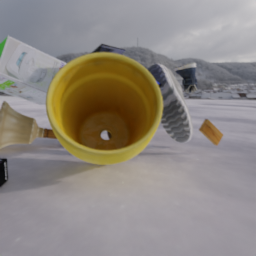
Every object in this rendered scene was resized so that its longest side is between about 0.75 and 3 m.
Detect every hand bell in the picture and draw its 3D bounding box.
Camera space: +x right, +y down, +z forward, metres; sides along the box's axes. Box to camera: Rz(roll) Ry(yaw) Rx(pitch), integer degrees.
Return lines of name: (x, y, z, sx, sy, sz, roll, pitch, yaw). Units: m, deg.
hand bell: (-2.472, 0.201, 8.713, 2.880, 1.500, 1.500, 11, 4, -20)

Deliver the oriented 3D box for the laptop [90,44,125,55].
laptop: (-0.851, -1.592, 7.492, 1.300, 0.753, 1.217, -1, -16, -44)

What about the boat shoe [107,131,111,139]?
boat shoe: (-0.340, -0.054, 8.043, 0.620, 1.692, 0.530, -36, -22, 17)

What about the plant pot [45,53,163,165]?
plant pot: (-0.494, -0.144, 6.016, 2.154, 2.154, 2.027, -1, -22, -5)

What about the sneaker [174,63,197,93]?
sneaker: (1.415, -1.197, 6.904, 0.361, 0.686, 0.949, -10, 8, -7)

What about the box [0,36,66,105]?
box: (-2.955, -1.474, 8.159, 1.979, 1.085, 2.243, 19, -11, -34)

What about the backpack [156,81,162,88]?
backpack: (-0.067, -1.051, 7.658, 1.419, 1.374, 1.691, 38, 16, 4)

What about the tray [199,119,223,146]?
tray: (2.296, 0.130, 7.718, 0.755, 0.372, 0.140, 39, -13, -24)

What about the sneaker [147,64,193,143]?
sneaker: (1.522, -0.830, 8.903, 0.980, 2.623, 1.076, -21, -5, 40)

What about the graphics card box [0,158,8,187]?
graphics card box: (-2.910, 0.959, 4.501, 1.259, 0.511, 2.007, -1, 7, -2)
